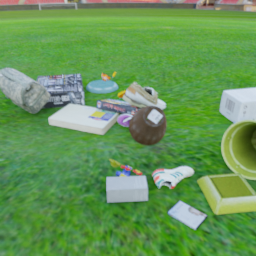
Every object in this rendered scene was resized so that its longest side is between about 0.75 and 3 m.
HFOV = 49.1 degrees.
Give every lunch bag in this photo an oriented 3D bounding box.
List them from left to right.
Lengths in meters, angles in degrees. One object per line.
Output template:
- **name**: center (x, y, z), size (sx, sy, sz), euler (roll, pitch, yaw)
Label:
- **lunch bag**: center (-4.450, -1.645, 11.743), size (1.814, 1.521, 1.264), euler (29, 70, 24)

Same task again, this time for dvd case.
- **dvd case**: center (1.482, 2.172, 7.021), size (0.822, 0.072, 0.587), euler (22, 35, 36)

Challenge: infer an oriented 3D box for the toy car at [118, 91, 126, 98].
- **toy car**: center (-0.013, -1.681, 13.170), size (0.610, 0.899, 1.833), euler (-20, -16, 27)

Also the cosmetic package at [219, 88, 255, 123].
- **cosmetic package**: center (5.661, -1.014, 12.068), size (2.939, 1.088, 1.494), euler (-5, 28, -12)

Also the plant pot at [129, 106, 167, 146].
- **plant pot**: center (0.763, -0.197, 9.497), size (1.363, 1.363, 1.458), euler (-3, -13, -6)

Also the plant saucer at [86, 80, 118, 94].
- **plant saucer**: center (-1.434, -2.311, 15.420), size (1.764, 0.242, 1.764), euler (0, 27, 0)

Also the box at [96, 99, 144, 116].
- **box**: center (-0.266, -0.912, 12.221), size (1.862, 0.351, 1.271), euler (13, 12, 23)

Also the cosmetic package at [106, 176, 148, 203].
- **cosmetic package**: center (-0.041, 1.655, 7.591), size (1.109, 0.500, 0.592), euler (-3, 27, 0)

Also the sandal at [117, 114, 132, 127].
- **sandal**: center (0.111, -0.226, 11.037), size (1.303, 0.530, 0.320), euler (12, 19, 24)

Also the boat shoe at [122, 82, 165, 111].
- **boat shoe**: center (0.874, -1.258, 11.840), size (2.417, 0.827, 0.903), euler (8, 26, -48)

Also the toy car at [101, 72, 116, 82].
- **toy car**: center (-1.033, -2.571, 13.884), size (1.006, 0.493, 0.335), euler (-22, 36, 61)

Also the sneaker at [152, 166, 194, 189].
- **sneaker**: center (1.339, 1.485, 8.078), size (1.259, 0.443, 0.589), euler (-3, 48, -13)

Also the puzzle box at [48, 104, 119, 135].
- **puzzle box**: center (-1.800, -0.397, 11.660), size (2.492, 0.317, 1.658), euler (11, 29, 19)

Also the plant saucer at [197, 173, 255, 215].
- **plant saucer**: center (2.783, 1.695, 7.648), size (1.396, 0.335, 1.398), euler (-3, 28, -6)

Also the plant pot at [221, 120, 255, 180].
- **plant pot**: center (4.087, 0.531, 8.678), size (1.627, 1.770, 1.770), euler (-11, 28, -44)

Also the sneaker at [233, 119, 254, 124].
- **sneaker**: center (4.729, -0.137, 10.957), size (1.166, 0.520, 0.458), euler (6, 28, 12)

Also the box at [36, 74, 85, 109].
- **box**: center (-3.441, -1.919, 14.104), size (2.327, 0.734, 2.950), euler (-6, 28, -10)

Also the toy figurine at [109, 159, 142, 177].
- **toy figurine**: center (-0.193, 1.362, 7.989), size (1.029, 0.617, 0.543), euler (23, 0, 11)
